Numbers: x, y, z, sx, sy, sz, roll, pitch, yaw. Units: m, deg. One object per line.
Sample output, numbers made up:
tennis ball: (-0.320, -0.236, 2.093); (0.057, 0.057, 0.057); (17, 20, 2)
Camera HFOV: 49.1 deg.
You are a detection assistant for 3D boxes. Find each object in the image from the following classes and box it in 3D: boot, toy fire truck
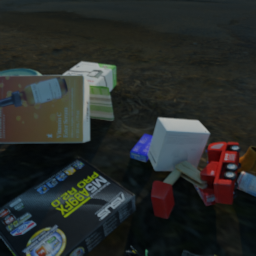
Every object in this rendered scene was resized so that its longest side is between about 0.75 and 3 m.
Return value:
boot: (3.182, 0.838, 7.553); (1.261, 0.903, 0.444); (24, 44, 34)
toy fire truck: (1.729, 1.173, 6.830); (1.766, 0.611, 2.505); (1, 29, 26)

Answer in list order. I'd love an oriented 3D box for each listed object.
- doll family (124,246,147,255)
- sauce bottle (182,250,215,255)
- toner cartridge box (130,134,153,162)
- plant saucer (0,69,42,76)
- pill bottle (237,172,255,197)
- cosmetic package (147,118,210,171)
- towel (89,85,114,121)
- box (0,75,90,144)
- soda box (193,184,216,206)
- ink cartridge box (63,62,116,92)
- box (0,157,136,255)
doll family: (0.008, 2.641, 4.326); (1.380, 0.937, 2.388); (-2, 21, 0)
sauce bottle: (1.687, 2.607, 5.117); (1.426, 0.471, 0.471); (10, 33, 22)
toner cartridge box: (0.524, 0.600, 8.595); (0.522, 0.237, 1.099); (13, 34, 23)
plant saucer: (-5.132, -2.103, 12.702); (2.879, 0.517, 2.879); (0, 31, 0)
pill bottle: (3.188, 1.467, 6.984); (0.858, 0.467, 0.467); (22, 38, 31)
cosmetic package: (1.337, 0.462, 7.645); (1.254, 1.258, 0.773); (4, 30, -17)
towel: (-1.080, -0.888, 9.820); (1.103, 1.478, 0.227); (7, 46, 12)
box: (-2.496, -0.507, 8.414); (2.546, 1.939, 1.354); (-1, 0, -1)
soda box: (1.898, 1.543, 7.015); (0.264, 0.292, 0.833); (-11, 33, -7)
ink cartridge box: (-1.685, -1.925, 11.904); (1.718, 0.992, 2.361); (10, 32, 14)
box: (-1.374, 1.845, 6.052); (2.468, 0.546, 1.977); (-33, 44, -33)
